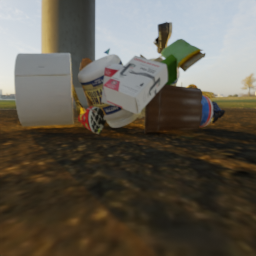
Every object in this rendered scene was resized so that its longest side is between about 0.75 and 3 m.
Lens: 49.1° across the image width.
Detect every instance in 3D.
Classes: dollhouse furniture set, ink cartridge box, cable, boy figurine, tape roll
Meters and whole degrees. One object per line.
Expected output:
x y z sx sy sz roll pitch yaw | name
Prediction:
1.612 -2.686 10.107 2.150 1.079 1.409 -37 58 -10 | dollhouse furniture set
-0.468 -1.473 9.449 0.524 1.224 0.904 16 24 12 | ink cartridge box
-2.293 -1.156 13.487 0.499 1.981 0.962 -12 13 4 | cable
3.418 -1.216 12.641 1.303 2.096 0.675 -36 -22 -3 | boy figurine
-3.170 -1.481 10.943 1.944 2.831 2.831 -3 5 -10 | tape roll
0.240 -1.280 8.025 1.160 0.675 1.593 24 56 29 | ink cartridge box

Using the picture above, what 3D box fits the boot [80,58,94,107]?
-1.647 -1.577 13.174 1.000 2.846 2.081 -15 -6 -12 | boot

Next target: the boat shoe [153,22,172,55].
1.459 -4.040 12.688 0.684 0.793 2.183 0 -14 -5 | boat shoe

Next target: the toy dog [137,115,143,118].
1.171 -1.411 14.422 1.012 1.385 2.101 6 -30 -32 | toy dog

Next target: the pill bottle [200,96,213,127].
2.023 -0.687 11.040 2.340 1.313 1.313 0 5 -22 | pill bottle

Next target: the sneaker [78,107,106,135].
-1.133 -0.212 8.186 0.734 0.666 1.729 21 -14 5 | sneaker

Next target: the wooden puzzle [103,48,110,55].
-0.983 -2.665 12.495 1.034 1.532 0.179 -13 -2 40 | wooden puzzle

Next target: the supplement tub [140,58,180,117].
1.161 -1.675 12.091 1.618 2.232 1.618 8 42 -8 | supplement tub

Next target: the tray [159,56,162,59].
1.242 -2.761 13.392 0.148 0.718 1.338 -5 -30 -46 | tray

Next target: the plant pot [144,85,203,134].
1.412 -0.637 8.965 1.724 1.742 1.742 3 5 6 | plant pot

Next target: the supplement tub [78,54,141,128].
-0.652 -1.434 11.163 1.808 2.503 1.808 -23 27 12 | supplement tub
